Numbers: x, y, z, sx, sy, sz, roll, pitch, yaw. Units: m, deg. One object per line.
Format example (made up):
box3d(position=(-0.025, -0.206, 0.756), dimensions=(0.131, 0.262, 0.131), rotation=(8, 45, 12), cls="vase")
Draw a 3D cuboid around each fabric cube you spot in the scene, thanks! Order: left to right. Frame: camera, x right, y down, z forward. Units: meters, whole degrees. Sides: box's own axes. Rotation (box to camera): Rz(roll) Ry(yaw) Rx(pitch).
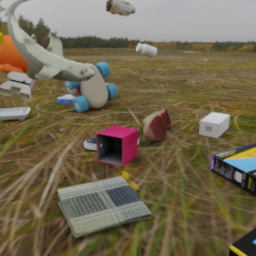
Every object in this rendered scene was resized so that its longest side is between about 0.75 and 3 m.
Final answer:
box3d(position=(-0.326, 0.519, 8.512), dimensions=(0.930, 0.912, 0.927), rotation=(9, 21, 28), cls="fabric cube")

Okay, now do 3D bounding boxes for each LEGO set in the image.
box3d(position=(-3.584, -1.707, 6.677), dimensions=(2.875, 1.097, 1.180), rotation=(13, 49, -2), cls="LEGO set")

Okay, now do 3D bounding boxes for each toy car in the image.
box3d(position=(-2.372, -2.012, 14.639), dimensions=(2.361, 2.265, 2.561), rotation=(-30, 15, -36), cls="toy car")

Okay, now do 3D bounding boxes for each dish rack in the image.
box3d(position=(-5.250, -0.593, 12.692), dimensions=(1.489, 0.324, 1.278), rotation=(-4, 20, -10), cls="dish rack")

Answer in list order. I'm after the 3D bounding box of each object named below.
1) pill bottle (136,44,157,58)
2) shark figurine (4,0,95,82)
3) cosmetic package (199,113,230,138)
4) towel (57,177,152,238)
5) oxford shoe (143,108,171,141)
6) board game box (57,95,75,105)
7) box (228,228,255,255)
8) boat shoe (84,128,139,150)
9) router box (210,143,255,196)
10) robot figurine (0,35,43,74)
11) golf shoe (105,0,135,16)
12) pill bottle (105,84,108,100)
box3d(position=(0.744, -3.176, 11.486), dimensions=(0.772, 0.442, 0.442), rotation=(14, 15, -17), cls="pill bottle")
box3d(position=(-2.204, -1.693, 6.398), dimensions=(1.091, 2.614, 1.562), rotation=(-41, 6, 45), cls="shark figurine")
box3d(position=(3.375, -0.132, 10.904), dimensions=(0.754, 0.594, 1.401), rotation=(12, 21, 34), cls="cosmetic package")
box3d(position=(-0.592, 1.694, 6.179), dimensions=(1.729, 0.299, 1.665), rotation=(-6, 23, -24), cls="towel")
box3d(position=(0.948, -0.030, 10.627), dimensions=(0.923, 0.869, 2.468), rotation=(-17, 8, 26), cls="oxford shoe")
box3d(position=(-3.233, -1.575, 15.615), dimensions=(1.040, 0.291, 1.018), rotation=(8, 20, 23), cls="board game box")
box3d(position=(3.046, 2.111, 4.386), dimensions=(2.353, 0.581, 1.879), rotation=(-13, 21, -33), cls="box")
box3d(position=(-0.538, 0.314, 9.499), dimensions=(1.935, 0.656, 0.694), rotation=(-5, 19, -14), cls="boat shoe")
box3d(position=(3.582, 1.015, 7.601), dimensions=(2.142, 0.547, 1.598), rotation=(-10, 21, -27), cls="router box")
box3d(position=(-3.591, -2.287, 8.747), dimensions=(1.815, 1.305, 1.058), rotation=(5, 4, -17), cls="robot figurine")
box3d(position=(-0.136, -2.635, 5.935), dimensions=(0.591, 0.466, 1.284), rotation=(12, 19, 3), cls="golf shoe")
box3d(position=(-1.638, -1.973, 15.850), dimensions=(1.511, 0.904, 0.904), rotation=(-16, 24, -38), cls="pill bottle")
